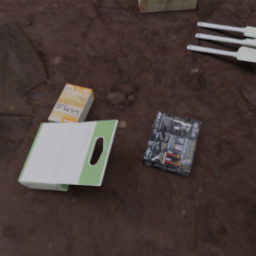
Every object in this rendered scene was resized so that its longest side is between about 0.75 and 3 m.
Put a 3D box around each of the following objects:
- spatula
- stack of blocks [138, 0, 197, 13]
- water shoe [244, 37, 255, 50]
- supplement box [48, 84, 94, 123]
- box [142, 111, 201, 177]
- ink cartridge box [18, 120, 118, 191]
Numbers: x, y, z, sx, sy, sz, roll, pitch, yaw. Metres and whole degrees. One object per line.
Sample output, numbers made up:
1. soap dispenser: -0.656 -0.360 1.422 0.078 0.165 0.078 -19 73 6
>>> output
1. spatula: 3.638 -3.148 10.098 2.747 0.221 1.910 17 62 20
2. stack of blocks: 1.550 -5.467 11.415 2.280 0.668 1.313 -4 60 -3
3. water shoe: 4.583 -2.806 10.067 0.479 0.434 1.215 -22 53 -7
4. supplement box: -1.737 -0.606 8.703 0.893 0.521 1.417 14 62 9
5. box: 1.279 0.427 8.155 1.335 0.421 1.693 14 62 9
6. ink cartridge box: -1.496 0.722 7.403 2.535 0.608 1.844 -1 58 24
